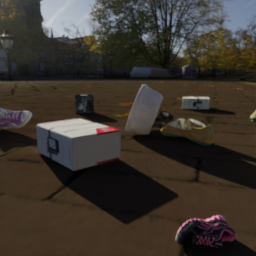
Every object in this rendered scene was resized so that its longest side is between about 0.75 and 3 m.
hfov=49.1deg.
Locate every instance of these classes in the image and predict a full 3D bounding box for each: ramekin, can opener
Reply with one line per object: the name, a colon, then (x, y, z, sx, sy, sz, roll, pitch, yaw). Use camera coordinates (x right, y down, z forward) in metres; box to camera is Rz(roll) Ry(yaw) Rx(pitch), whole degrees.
ramekin: (0.548, -0.515, 8.962, 0.753, 1.618, 1.618, 22, 15, 5)
can opener: (0.952, -0.193, 9.978, 1.594, 0.626, 0.505, -17, 38, -33)

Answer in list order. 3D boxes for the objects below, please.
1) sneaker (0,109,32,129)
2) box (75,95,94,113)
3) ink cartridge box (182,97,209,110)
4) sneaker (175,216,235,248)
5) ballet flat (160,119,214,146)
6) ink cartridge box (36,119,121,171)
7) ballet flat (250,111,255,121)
sneaker: (-4.051, -0.397, 9.415, 1.553, 0.563, 0.885, -12, -38, 24)
box: (-2.082, -1.145, 13.369, 0.854, 0.840, 0.530, 0, 12, -1)
ink cartridge box: (3.577, -1.317, 14.775, 1.375, 0.571, 1.008, 3, 13, 13)
sneaker: (0.975, 1.327, 3.454, 0.789, 0.312, 0.376, -6, 25, -21)
ballet flat: (1.785, 0.017, 8.540, 0.693, 0.636, 2.018, -9, 15, -36)
ink cartridge box: (-1.247, 0.324, 6.821, 1.317, 0.756, 1.813, -10, 16, -40)
ballet flat: (6.161, -0.775, 11.425, 2.516, 0.947, 0.853, -2, 8, -7)
